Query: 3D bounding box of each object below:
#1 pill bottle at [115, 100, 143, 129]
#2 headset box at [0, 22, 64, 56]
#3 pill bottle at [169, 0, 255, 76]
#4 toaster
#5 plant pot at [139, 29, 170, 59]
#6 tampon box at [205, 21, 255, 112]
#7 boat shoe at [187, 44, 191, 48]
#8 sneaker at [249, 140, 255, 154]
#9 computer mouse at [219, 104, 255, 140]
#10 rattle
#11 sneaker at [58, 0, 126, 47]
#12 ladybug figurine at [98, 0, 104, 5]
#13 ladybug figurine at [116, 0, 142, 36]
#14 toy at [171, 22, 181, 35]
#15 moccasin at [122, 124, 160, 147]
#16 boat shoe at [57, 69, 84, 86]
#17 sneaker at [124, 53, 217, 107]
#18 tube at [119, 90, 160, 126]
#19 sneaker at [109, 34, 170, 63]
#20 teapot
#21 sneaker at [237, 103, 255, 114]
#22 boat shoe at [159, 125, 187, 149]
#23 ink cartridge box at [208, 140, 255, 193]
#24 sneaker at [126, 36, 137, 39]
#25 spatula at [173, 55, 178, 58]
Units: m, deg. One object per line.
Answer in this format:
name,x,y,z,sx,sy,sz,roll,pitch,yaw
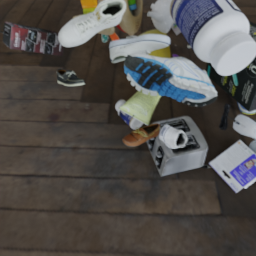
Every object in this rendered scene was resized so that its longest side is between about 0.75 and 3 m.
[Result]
pill bottle,0.036,-0.524,10.250,0.643,0.643,1.157,-28,53,-23
headset box,-3.198,-2.923,9.182,1.847,0.713,1.374,1,22,-33
pill bottle,2.409,-2.920,8.068,1.592,1.592,2.867,-14,58,-12
toaster,1.592,0.582,8.955,1.737,1.031,1.571,-11,49,-10
plant pot,0.998,-2.919,11.822,2.016,2.016,1.431,-22,78,-19
tampon box,4.087,-2.135,9.419,1.587,1.885,2.515,-18,46,-16
boat shoe,2.759,-3.542,11.072,1.052,0.335,0.372,-33,32,-3
sneaker,4.891,1.288,8.524,0.920,0.949,2.597,-16,51,-38
computer mouse,3.082,-0.107,7.572,0.305,0.763,1.392,2,20,-40
rattle,-0.984,-3.928,9.879,1.299,1.425,1.995,-14,-8,38
sneaker,-0.936,-2.747,7.147,1.885,0.695,1.090,-31,9,-10
ladybug figurine,-0.497,-5.381,11.566,1.829,1.241,0.658,-47,23,9
ladybug figurine,-0.194,-4.912,10.583,1.005,2.793,1.896,7,30,28
toy,2.770,-5.508,14.974,0.878,0.360,1.525,-37,45,21
moccasin,0.388,0.176,7.783,1.237,0.477,0.452,-16,46,-26
boat shoe,-1.522,-1.295,7.244,0.407,0.383,1.132,-16,27,-37
sneaker,1.157,-1.541,7.848,2.901,1.088,1.257,16,55,-27
tube,0.664,-1.085,10.304,0.846,0.757,2.914,-7,27,27
sneaker,0.325,-2.314,8.430,1.975,0.721,0.699,-1,87,31
teapot,1.321,-4.332,10.477,1.023,1.400,1.382,30,88,1
sneaker,4.504,-1.472,11.000,0.766,0.852,2.071,-11,46,-7
boat shoe,1.247,0.316,7.152,0.494,1.510,0.556,24,93,27
ink cartridge box,3.443,1.209,8.757,1.298,0.282,1.286,-36,53,-1
sneaker,0.616,-4.114,13.676,0.648,0.615,1.610,-25,53,-34
spatula,1.884,-2.233,10.083,0.101,0.981,0.277,-51,36,-15
